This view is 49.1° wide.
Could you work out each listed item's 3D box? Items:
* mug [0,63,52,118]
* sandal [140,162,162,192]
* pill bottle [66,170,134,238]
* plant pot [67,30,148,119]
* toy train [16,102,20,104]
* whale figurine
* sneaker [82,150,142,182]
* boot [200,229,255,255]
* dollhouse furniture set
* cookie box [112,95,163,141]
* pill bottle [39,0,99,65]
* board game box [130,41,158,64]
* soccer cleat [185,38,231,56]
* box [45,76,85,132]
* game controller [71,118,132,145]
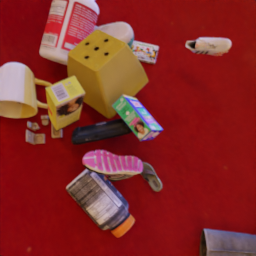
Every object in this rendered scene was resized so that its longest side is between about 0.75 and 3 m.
[{"bbox_3d":[-3.919,-1.325,10.106,1.606,2.005,1.646,-15,67,30],"label":"mug"},{"bbox_3d":[0.721,1.640,9.598,0.481,0.345,1.210,-48,59,11],"label":"sandal"},{"bbox_3d":[-0.841,2.438,9.175,1.236,1.236,2.327,-41,90,-7],"label":"pill bottle"},{"bbox_3d":[-0.818,-1.937,9.210,2.038,1.797,2.038,34,70,28],"label":"plant pot"},{"bbox_3d":[-3.812,-1.283,9.959,0.495,0.375,0.866,35,67,-30],"label":"toy train"},{"bbox_3d":[-0.679,-3.384,10.692,1.887,0.979,1.501,15,59,25],"label":"whale figurine"},{"bbox_3d":[-0.548,1.237,8.519,1.990,0.871,0.734,11,50,-34],"label":"sneaker"},{"bbox_3d":[3.880,3.628,9.290,2.828,1.026,2.571,7,77,8],"label":"boot"},{"bbox_3d":[-2.971,0.022,9.956,1.045,0.852,0.994,-4,79,-1],"label":"dollhouse furniture set"},{"bbox_3d":[0.310,-0.305,8.772,0.538,1.224,1.431,-44,75,16],"label":"cookie box"},{"bbox_3d":[-2.002,-3.733,9.963,1.631,1.631,2.906,18,96,3],"label":"pill bottle"},{"bbox_3d":[0.565,-2.930,10.870,1.106,0.191,0.698,13,78,3],"label":"board game box"},{"bbox_3d":[2.541,-2.631,8.995,0.680,1.597,0.548,8,98,-34],"label":"soccer cleat"},{"bbox_3d":[-1.954,-0.648,8.597,0.940,2.497,0.626,-29,83,-19],"label":"box"},{"bbox_3d":[-0.846,0.092,9.004,1.979,1.032,0.417,-12,107,-1],"label":"game controller"}]
